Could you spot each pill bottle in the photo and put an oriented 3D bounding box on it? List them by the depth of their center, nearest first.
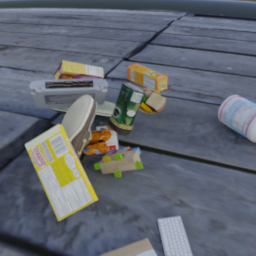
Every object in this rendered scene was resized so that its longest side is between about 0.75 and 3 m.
[{"bbox_3d":[4.496,-0.243,10.232,1.225,1.225,2.252,-16,36,-24],"label":"pill bottle"}]

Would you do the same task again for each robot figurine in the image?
[{"bbox_3d":[-1.302,0.520,8.936,1.521,0.443,1.103,-12,43,19],"label":"robot figurine"}]

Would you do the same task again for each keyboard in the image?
[{"bbox_3d":[1.138,2.882,6.312,0.597,0.113,2.121,-3,32,-4],"label":"keyboard"}]

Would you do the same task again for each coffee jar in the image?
[{"bbox_3d":[-0.067,-0.567,8.939,0.679,1.591,0.830,9,22,-36],"label":"coffee jar"}]

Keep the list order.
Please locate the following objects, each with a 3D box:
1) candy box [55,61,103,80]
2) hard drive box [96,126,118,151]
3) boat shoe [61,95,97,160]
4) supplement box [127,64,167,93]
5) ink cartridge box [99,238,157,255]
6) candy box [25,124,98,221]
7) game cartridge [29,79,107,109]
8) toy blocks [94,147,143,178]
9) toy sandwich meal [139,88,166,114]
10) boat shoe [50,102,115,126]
[{"bbox_3d":[-1.477,-1.603,8.467,1.283,0.749,0.362,5,70,-30],"label":"candy box"},{"bbox_3d":[-0.713,0.363,9.598,0.666,0.855,0.328,-8,-3,-9],"label":"hard drive box"},{"bbox_3d":[-1.572,0.291,8.300,0.777,2.611,0.938,24,5,-43],"label":"boat shoe"},{"bbox_3d":[0.940,-2.576,14.375,0.771,0.797,2.318,-27,43,-32],"label":"supplement box"},{"bbox_3d":[-0.016,3.353,4.841,1.929,0.879,2.341,-14,34,-19],"label":"ink cartridge box"},{"bbox_3d":[-1.737,1.115,7.174,1.116,2.183,0.288,-30,-12,10],"label":"candy box"},{"bbox_3d":[-1.844,-1.043,8.863,2.246,1.495,0.459,-4,70,-12],"label":"game cartridge"},{"bbox_3d":[-0.188,0.960,8.741,1.484,0.742,1.015,-11,17,20],"label":"toy blocks"},{"bbox_3d":[0.873,-1.083,11.049,1.234,0.423,1.234,2,71,-7],"label":"toy sandwich meal"},{"bbox_3d":[-1.728,-0.617,10.587,2.786,0.867,1.039,9,37,-18],"label":"boat shoe"}]
